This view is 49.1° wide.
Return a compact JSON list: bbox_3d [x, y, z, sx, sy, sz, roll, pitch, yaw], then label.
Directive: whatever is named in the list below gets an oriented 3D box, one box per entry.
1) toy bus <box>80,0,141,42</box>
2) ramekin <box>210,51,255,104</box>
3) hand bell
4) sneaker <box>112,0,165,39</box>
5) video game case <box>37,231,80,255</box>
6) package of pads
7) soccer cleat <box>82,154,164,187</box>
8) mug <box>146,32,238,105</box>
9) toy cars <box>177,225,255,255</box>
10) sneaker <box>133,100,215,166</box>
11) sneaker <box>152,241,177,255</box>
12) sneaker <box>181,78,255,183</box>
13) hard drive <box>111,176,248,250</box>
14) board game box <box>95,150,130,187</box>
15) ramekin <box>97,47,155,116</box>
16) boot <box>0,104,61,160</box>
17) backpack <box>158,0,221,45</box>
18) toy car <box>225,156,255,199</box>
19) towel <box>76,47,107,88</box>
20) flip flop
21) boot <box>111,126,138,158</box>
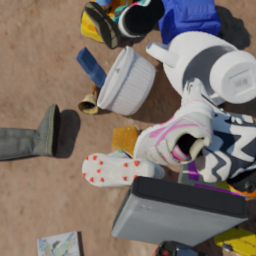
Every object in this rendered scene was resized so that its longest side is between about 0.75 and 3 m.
[{"bbox_3d":[-0.615,-4.676,9.663,1.783,2.523,2.628,18,69,7],"label":"toy bus"},{"bbox_3d":[2.807,-1.248,7.148,1.288,1.288,0.628,-1,28,0],"label":"ramekin"},{"bbox_3d":[-1.185,-1.129,9.213,0.663,0.663,1.273,8,54,3],"label":"hand bell"},{"bbox_3d":[0.023,-3.167,8.372,1.446,1.001,2.394,-12,26,39],"label":"sneaker"},{"bbox_3d":[-1.796,3.412,7.322,1.058,0.128,1.161,-10,66,-5],"label":"video game case"},{"bbox_3d":[2.589,0.661,8.163,1.907,0.842,2.468,11,66,5],"label":"package of pads"},{"bbox_3d":[-0.196,0.969,6.125,2.128,0.825,0.737,-3,75,44],"label":"soccer cleat"},{"bbox_3d":[1.752,-2.008,8.416,2.577,1.902,2.259,12,27,-22],"label":"mug"},{"bbox_3d":[2.202,3.216,7.158,2.912,0.645,1.305,-17,53,-3],"label":"toy cars"},{"bbox_3d":[0.943,0.392,6.308,0.941,2.312,1.020,34,35,-20],"label":"sneaker"},{"bbox_3d":[0.575,3.229,6.169,0.521,0.720,1.473,30,65,21],"label":"sneaker"},{"bbox_3d":[2.437,-0.062,7.021,1.751,1.074,2.691,-5,61,-9],"label":"sneaker"},{"bbox_3d":[0.815,1.932,5.893,2.020,2.895,0.476,11,57,-4],"label":"hard drive"},{"bbox_3d":[-0.489,1.006,7.195,1.141,0.197,0.772,-20,35,-23],"label":"board game box"},{"bbox_3d":[-0.042,-1.318,8.476,1.046,1.993,1.993,26,66,-16],"label":"ramekin"},{"bbox_3d":[-3.194,0.106,8.567,2.062,0.748,1.875,0,64,7],"label":"boot"},{"bbox_3d":[2.086,-4.124,9.720,1.942,2.005,2.389,-3,62,-9],"label":"backpack"},{"bbox_3d":[3.649,1.441,6.269,1.341,0.910,2.733,-43,28,-20],"label":"toy car"},{"bbox_3d":[-1.077,-1.752,8.254,0.282,1.163,0.649,-18,37,28],"label":"towel"},{"bbox_3d":[-0.742,-2.920,8.068,0.625,0.444,1.541,-35,86,-16],"label":"flip flop"},{"bbox_3d":[0.243,0.462,8.428,1.512,0.532,1.082,3,66,6],"label":"boot"}]
